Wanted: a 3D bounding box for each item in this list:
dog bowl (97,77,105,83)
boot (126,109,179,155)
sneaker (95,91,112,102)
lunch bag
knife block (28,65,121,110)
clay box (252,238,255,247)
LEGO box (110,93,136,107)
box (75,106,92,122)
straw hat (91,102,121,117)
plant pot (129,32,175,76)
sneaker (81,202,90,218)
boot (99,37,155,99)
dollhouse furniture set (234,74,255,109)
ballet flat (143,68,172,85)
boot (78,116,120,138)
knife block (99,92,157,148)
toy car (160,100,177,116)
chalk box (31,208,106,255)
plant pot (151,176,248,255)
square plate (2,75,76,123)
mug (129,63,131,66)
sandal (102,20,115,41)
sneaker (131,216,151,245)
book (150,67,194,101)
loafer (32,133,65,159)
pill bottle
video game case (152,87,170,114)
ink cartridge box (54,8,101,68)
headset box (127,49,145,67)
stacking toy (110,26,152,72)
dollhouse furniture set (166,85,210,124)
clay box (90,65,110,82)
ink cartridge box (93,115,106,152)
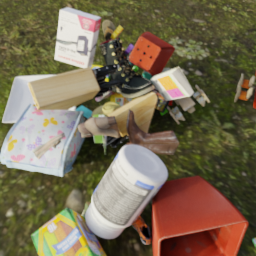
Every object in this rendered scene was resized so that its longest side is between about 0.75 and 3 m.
[{"bbox_3d":[-1.376,-1.837,11.465,0.368,1.254,1.254,28,55,15],"label":"dog bowl"},{"bbox_3d":[0.838,0.149,9.559,1.781,1.660,0.572,-1,18,3],"label":"boot"},{"bbox_3d":[-0.997,-1.357,11.857,0.814,0.360,0.327,-36,59,7],"label":"sneaker"},{"bbox_3d":[-2.959,0.552,10.063,2.246,1.684,2.648,7,40,4],"label":"lunch bag"},{"bbox_3d":[-1.560,-1.470,9.425,2.440,2.779,0.889,-25,86,17],"label":"knife block"},{"bbox_3d":[4.164,3.512,8.446,0.791,0.188,0.454,-9,50,-8],"label":"clay box"},{"bbox_3d":[-0.184,-0.776,11.874,1.162,0.602,1.561,2,49,1],"label":"LEGO box"},{"bbox_3d":[-1.380,-0.177,11.278,1.719,0.707,0.422,31,51,24],"label":"box"},{"bbox_3d":[-0.641,-0.635,10.826,1.562,0.661,1.562,3,47,-3],"label":"straw hat"},{"bbox_3d":[0.783,-2.825,10.730,1.365,1.363,1.203,35,20,11],"label":"plant pot"},{"bbox_3d":[-1.393,2.862,8.890,0.473,0.354,1.054,-4,52,-10],"label":"sneaker"},{"bbox_3d":[-0.175,-2.387,11.023,1.035,2.166,2.867,-28,25,-18],"label":"boot"},{"bbox_3d":[6.150,-1.744,12.593,2.372,1.222,2.347,15,62,13],"label":"dollhouse furniture set"},{"bbox_3d":[1.404,-2.342,12.521,0.754,0.815,2.418,-36,22,-6],"label":"ballet flat"},{"bbox_3d":[-0.844,0.055,8.207,1.095,1.498,0.526,-16,66,-1],"label":"boot"},{"bbox_3d":[-0.243,-0.383,10.181,2.079,2.369,0.758,15,4,-21],"label":"knife block"},{"bbox_3d":[1.676,-0.798,11.922,0.790,0.840,0.187,-31,17,-9],"label":"toy car"},{"bbox_3d":[-1.444,3.480,7.554,1.283,1.277,2.063,-38,56,-6],"label":"chalk box"},{"bbox_3d":[1.673,2.676,7.995,2.249,2.247,1.982,-8,38,-7],"label":"plant pot"},{"bbox_3d":[-3.751,-1.290,12.446,2.967,0.422,2.939,-3,50,-3],"label":"square plate"},{"bbox_3d":[-0.279,-2.847,13.724,0.845,0.522,0.694,2,49,1],"label":"mug"},{"bbox_3d":[-0.808,-3.902,11.910,0.552,1.375,0.371,-4,4,10],"label":"sandal"},{"bbox_3d":[0.412,2.994,8.616,0.420,0.607,1.083,-25,54,-20],"label":"sneaker"},{"bbox_3d":[1.536,-1.499,10.060,0.380,1.056,1.581,-43,16,-18],"label":"book"},{"bbox_3d":[-2.307,0.541,8.343,1.088,0.391,0.342,-31,88,0],"label":"loafer"},{"bbox_3d":[-0.139,1.791,7.639,1.407,2.473,1.407,26,25,-13],"label":"pill bottle"},{"bbox_3d":[1.323,-1.246,11.729,0.139,0.984,1.089,18,13,-42],"label":"video game case"},{"bbox_3d":[-1.955,-3.415,10.782,1.385,1.914,0.807,17,31,1],"label":"ink cartridge box"},{"bbox_3d":[0.259,-3.656,14.476,0.822,0.438,0.944,30,56,22],"label":"headset box"},{"bbox_3d":[-0.018,-3.269,11.981,1.784,2.366,0.556,40,83,-10],"label":"stacking toy"},{"bbox_3d":[2.196,-1.280,11.536,1.515,1.073,1.649,-37,27,11],"label":"dollhouse furniture set"},{"bbox_3d":[-1.583,-2.693,13.705,1.434,0.341,0.824,8,49,6],"label":"clay box"},{"bbox_3d":[-0.929,0.208,8.999,0.412,0.803,1.086,-2,41,0],"label":"ink cartridge box"}]
